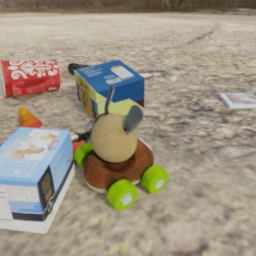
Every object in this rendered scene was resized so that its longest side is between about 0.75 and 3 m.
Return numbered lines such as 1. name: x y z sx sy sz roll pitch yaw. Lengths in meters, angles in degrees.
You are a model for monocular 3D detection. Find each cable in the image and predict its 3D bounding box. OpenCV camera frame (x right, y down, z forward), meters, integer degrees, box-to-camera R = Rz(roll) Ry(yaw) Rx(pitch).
1. cable: -1.307 0.214 8.841 1.330 0.689 2.738 26 49 37

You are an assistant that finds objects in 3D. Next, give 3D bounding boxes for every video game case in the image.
1. video game case: 5.018 -1.221 12.436 1.541 0.177 1.404 -1 28 -2

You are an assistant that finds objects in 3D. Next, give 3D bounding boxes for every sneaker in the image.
1. sneaker: -2.540 -3.309 16.006 1.883 0.715 0.855 14 21 11

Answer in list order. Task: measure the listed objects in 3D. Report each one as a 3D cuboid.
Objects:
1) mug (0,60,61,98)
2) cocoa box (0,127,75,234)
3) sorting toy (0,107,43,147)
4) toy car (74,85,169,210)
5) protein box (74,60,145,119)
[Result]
1. mug: -4.496 -2.154 13.095 2.517 1.679 2.234 -9 65 -25
2. cocoa box: -2.296 1.111 6.667 1.460 1.437 2.190 3 28 6
3. sorting toy: -3.636 0.079 8.998 0.892 0.886 2.574 -12 27 13
4. toy car: -0.148 0.276 6.859 1.977 2.506 2.058 -19 40 -32
5. protein box: -0.758 -1.546 11.272 2.088 1.419 2.104 -20 40 -23
